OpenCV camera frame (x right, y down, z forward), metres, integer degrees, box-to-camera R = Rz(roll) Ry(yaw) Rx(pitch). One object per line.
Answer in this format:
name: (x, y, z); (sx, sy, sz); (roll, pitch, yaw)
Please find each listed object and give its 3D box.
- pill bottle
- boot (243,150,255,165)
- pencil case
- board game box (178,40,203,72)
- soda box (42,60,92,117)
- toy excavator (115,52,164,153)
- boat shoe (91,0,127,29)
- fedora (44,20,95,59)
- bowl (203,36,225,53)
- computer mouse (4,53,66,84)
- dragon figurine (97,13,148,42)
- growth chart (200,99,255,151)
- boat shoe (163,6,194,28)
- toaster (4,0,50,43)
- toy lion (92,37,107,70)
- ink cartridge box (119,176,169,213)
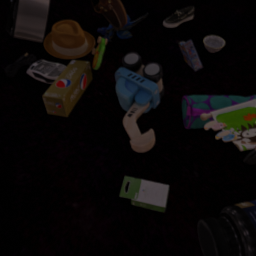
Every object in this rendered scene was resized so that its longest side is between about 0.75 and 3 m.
pill bottle: (3.242, 2.583, 6.887); (2.771, 1.550, 1.550); (-9, 53, -7)
boot: (4.736, 1.346, 8.345); (2.083, 0.721, 1.813); (-9, 53, -9)
pencil case: (3.235, -0.553, 9.443); (2.786, 1.287, 1.185); (-1, 96, 1)
board game box: (1.757, -2.188, 8.076); (0.264, 0.856, 0.857); (-27, 37, 6)
soda box: (-1.772, -1.240, 8.484); (0.645, 0.682, 2.014); (10, 46, 14)
toy excavator: (0.298, -0.842, 9.782); (2.769, 1.422, 2.848); (32, 72, 24)
boat shoe: (-0.904, -4.287, 9.314); (0.867, 2.463, 0.866); (11, 58, 45)
fedora: (-2.605, -3.997, 12.243); (2.359, 0.962, 2.359); (0, 53, 0)
bowl: (3.716, -3.594, 12.266); (0.914, 0.429, 0.914); (0, 52, 0)
computer mouse: (-3.509, -2.239, 11.193); (2.628, 0.577, 1.441); (20, 51, 22)
dragon figurine: (-0.205, -4.565, 12.815); (2.481, 0.730, 1.233); (-9, 53, -6)
growth chart: (2.432, -0.022, 5.020); (1.656, 0.203, 2.288); (-19, 25, -7)
boat shoe: (2.441, -5.411, 13.548); (1.809, 0.576, 0.640); (-30, 59, -21)
toaster: (-3.154, -3.572, 8.668); (1.020, 1.555, 1.719); (4, 21, -30)
toy lion: (-0.935, -2.304, 8.873); (0.296, 0.862, 0.826); (12, 57, -23)
ink cartridge box: (0.468, 1.911, 8.116); (1.331, 0.395, 0.691); (11, 54, 8)
